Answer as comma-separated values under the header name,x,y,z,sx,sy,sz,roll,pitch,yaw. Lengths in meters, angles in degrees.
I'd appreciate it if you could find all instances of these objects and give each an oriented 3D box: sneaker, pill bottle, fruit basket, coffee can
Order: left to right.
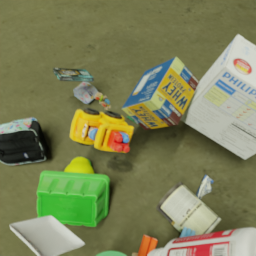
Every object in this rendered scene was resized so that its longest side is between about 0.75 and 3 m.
name,x,y,z,sx,sy,sz,roll,pitch,yaw
fruit basket,-1.902,2.226,10.122,2.658,1.917,2.658,3,13,-1
coffee can,2.035,2.939,9.578,1.306,1.306,1.784,-37,64,-22
sneaker,2.913,2.312,10.559,0.471,0.426,1.107,27,61,12
pill bottle,1.794,3.331,6.482,1.623,2.892,1.623,25,52,-36

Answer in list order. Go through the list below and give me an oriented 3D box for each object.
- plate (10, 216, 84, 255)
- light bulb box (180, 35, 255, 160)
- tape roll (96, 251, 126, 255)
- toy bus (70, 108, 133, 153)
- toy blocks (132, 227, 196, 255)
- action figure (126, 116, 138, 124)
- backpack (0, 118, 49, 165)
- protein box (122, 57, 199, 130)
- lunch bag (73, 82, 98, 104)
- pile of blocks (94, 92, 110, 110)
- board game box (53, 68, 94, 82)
name,x,y,z,sx,sy,sz,roll,pitch,yaw
plate,-1.834,2.489,6.335,1.273,1.276,0.206,27,97,30
light bulb box,3.814,-0.877,9.374,2.948,2.974,1.856,31,56,-1
tape roll,-0.453,4.063,6.980,1.796,0.432,1.796,17,50,-21
toy bus,-0.764,0.239,9.231,1.880,1.276,1.805,9,17,-30
toy blocks,1.065,3.992,8.677,1.833,0.798,2.199,17,77,24
action figure,0.339,-0.389,12.496,0.453,0.210,0.768,-38,67,-26
backpack,-4.254,0.550,10.977,1.932,1.715,1.455,-13,33,-2
protein box,1.031,-1.052,9.173,1.200,1.766,1.779,40,66,-21
lunch bag,-1.944,-1.639,13.094,0.945,0.601,0.801,39,65,15
pile of blocks,-0.804,-0.855,9.216,0.310,0.754,0.234,-26,41,28
board game box,-2.224,-2.146,11.375,1.421,0.200,0.961,-4,33,-31
